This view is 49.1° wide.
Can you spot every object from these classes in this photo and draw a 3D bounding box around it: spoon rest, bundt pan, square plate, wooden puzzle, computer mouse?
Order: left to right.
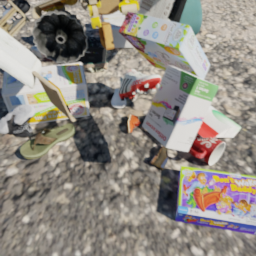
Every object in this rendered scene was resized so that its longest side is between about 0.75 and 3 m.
[{"bbox_3d":[-3.696,-2.400,8.264,0.370,2.602,2.577,-46,25,12],"label":"square plate"},{"bbox_3d":[-4.779,-5.186,11.662,2.214,0.377,0.649,34,86,28],"label":"computer mouse"},{"bbox_3d":[-2.110,-0.932,8.111,0.264,1.419,1.312,-40,50,-15],"label":"wooden puzzle"},{"bbox_3d":[-2.540,-3.558,10.749,2.089,2.089,0.784,0,44,0],"label":"bundt pan"},{"bbox_3d":[-0.435,-1.268,11.769,0.632,0.386,1.273,-6,45,-6],"label":"spoon rest"}]

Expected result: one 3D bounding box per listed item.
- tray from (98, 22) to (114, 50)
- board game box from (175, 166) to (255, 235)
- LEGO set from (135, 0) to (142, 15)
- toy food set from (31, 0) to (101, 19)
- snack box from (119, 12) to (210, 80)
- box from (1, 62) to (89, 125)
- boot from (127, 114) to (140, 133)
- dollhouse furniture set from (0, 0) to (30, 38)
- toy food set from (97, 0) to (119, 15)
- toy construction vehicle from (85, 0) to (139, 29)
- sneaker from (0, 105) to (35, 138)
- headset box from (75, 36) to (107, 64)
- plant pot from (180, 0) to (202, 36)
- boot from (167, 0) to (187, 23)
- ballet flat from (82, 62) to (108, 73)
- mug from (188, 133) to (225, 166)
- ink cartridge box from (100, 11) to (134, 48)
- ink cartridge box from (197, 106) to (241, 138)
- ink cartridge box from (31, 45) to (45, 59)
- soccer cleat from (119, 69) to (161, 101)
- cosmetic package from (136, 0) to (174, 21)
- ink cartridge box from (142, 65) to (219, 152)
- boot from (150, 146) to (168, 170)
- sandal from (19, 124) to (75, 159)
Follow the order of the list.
[{"bbox_3d":[-0.992,-4.014,12.114,0.382,1.017,2.061,-13,23,-7],"label":"tray"},{"bbox_3d":[2.711,2.110,8.328,2.451,0.549,1.648,7,46,7],"label":"board game box"},{"bbox_3d":[0.343,-4.277,10.338,0.461,1.237,0.569,-8,18,-11],"label":"LEGO set"},{"bbox_3d":[-2.290,-4.484,10.414,2.201,0.665,1.580,-7,21,27],"label":"toy food set"},{"bbox_3d":[1.218,-2.340,8.440,1.950,2.742,0.726,24,92,29],"label":"snack box"},{"bbox_3d":[-3.090,-1.315,10.897,2.970,1.671,1.505,-10,46,-9],"label":"box"},{"bbox_3d":[0.205,-0.151,10.713,0.507,0.355,0.946,8,45,1],"label":"boot"},{"bbox_3d":[-4.721,-4.354,10.937,1.026,1.020,1.455,-45,41,0],"label":"dollhouse furniture set"},{"bbox_3d":[-0.961,-5.764,11.553,2.227,2.205,0.542,-14,48,2],"label":"toy food set"},{"bbox_3d":[-0.479,-4.168,9.310,1.850,0.748,2.125,-11,55,-2],"label":"toy construction vehicle"},{"bbox_3d":[-2.714,-0.140,7.282,1.302,0.741,0.491,-24,58,25],"label":"sneaker"},{"bbox_3d":[-1.924,-3.792,13.613,1.498,0.798,1.720,-1,37,-21],"label":"headset box"},{"bbox_3d":[2.280,-5.955,14.904,2.182,2.719,2.719,-20,48,-9],"label":"plant pot"},{"bbox_3d":[1.758,-4.464,9.628,0.477,1.454,1.198,9,42,-6],"label":"boot"},{"bbox_3d":[-1.576,-2.849,13.257,1.289,0.433,0.439,-3,3,10],"label":"ballet flat"},{"bbox_3d":[2.418,0.506,9.539,1.376,1.221,0.918,36,97,35],"label":"mug"},{"bbox_3d":[-0.429,-5.488,15.351,1.941,1.126,2.630,-4,46,-9],"label":"ink cartridge box"},{"bbox_3d":[2.696,-0.397,10.000,2.372,0.594,1.909,5,32,-48],"label":"ink cartridge box"},{"bbox_3d":[-3.870,-4.143,14.572,1.547,0.393,1.756,29,52,26],"label":"ink cartridge box"},{"bbox_3d":[0.212,-1.160,6.973,0.594,1.733,0.738,-5,86,-25],"label":"soccer cleat"},{"bbox_3d":[1.337,-5.118,11.287,1.383,1.392,1.663,28,44,3],"label":"cosmetic package"},{"bbox_3d":[1.279,-0.507,7.290,0.784,1.866,1.351,12,19,-31],"label":"ink cartridge box"},{"bbox_3d":[1.227,1.001,9.608,0.492,0.379,1.014,36,63,16],"label":"boot"},{"bbox_3d":[-2.903,0.333,10.022,2.170,0.619,0.862,-35,55,-29],"label":"sandal"}]
